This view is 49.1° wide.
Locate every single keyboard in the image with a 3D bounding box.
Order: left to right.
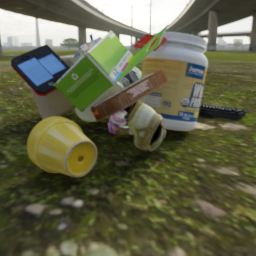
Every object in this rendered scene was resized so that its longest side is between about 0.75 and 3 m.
[{"bbox_3d":[3.511,-0.795,12.320,2.870,0.368,1.723,12,21,35],"label":"keyboard"}]

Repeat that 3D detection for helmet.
[{"bbox_3d":[-0.331,-1.615,11.242,2.204,2.101,2.204,8,36,-6],"label":"helmet"}]

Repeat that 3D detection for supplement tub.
[{"bbox_3d":[1.478,-1.534,9.584,2.161,2.988,2.161,9,9,-1],"label":"supplement tub"}]

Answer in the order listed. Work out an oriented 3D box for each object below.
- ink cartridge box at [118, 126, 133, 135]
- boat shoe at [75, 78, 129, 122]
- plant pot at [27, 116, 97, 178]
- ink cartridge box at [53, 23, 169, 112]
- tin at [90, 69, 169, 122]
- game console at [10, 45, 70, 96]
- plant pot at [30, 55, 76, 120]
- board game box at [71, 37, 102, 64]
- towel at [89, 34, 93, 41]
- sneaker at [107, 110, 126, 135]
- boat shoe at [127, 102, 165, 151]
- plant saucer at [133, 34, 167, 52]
[{"bbox_3d":[0.175,0.096,9.132,0.932,0.235,0.508,2,6,-23],"label":"ink cartridge box"},{"bbox_3d":[-0.915,-0.998,9.992,2.570,0.936,0.794,-30,17,41],"label":"boat shoe"},{"bbox_3d":[-1.428,0.518,6.458,1.338,1.338,1.259,-16,27,-41],"label":"plant pot"},{"bbox_3d":[-0.379,-1.896,7.234,2.720,1.030,2.010,-36,17,32],"label":"ink cartridge box"},{"bbox_3d":[0.055,-0.915,7.585,2.355,0.493,1.318,-32,14,-21],"label":"tin"},{"bbox_3d":[-2.797,-1.940,9.262,1.543,0.271,1.745,-38,75,-26],"label":"game console"},{"bbox_3d":[-2.355,-1.866,11.330,2.099,2.371,2.368,-14,13,22],"label":"plant pot"},{"bbox_3d":[-1.401,-2.674,9.671,0.766,0.195,1.139,-39,5,47],"label":"board game box"},{"bbox_3d":[-1.452,-3.103,12.232,0.177,1.630,1.195,-10,45,-1],"label":"towel"},{"bbox_3d":[-0.453,-0.258,9.956,0.625,0.687,1.553,18,23,-8],"label":"sneaker"},{"bbox_3d":[0.610,0.129,7.070,0.726,0.841,2.307,27,-16,22],"label":"boat shoe"},{"bbox_3d":[0.660,-2.605,8.455,0.784,0.144,0.782,19,50,30],"label":"plant saucer"}]
